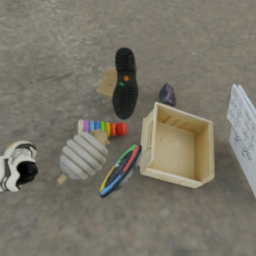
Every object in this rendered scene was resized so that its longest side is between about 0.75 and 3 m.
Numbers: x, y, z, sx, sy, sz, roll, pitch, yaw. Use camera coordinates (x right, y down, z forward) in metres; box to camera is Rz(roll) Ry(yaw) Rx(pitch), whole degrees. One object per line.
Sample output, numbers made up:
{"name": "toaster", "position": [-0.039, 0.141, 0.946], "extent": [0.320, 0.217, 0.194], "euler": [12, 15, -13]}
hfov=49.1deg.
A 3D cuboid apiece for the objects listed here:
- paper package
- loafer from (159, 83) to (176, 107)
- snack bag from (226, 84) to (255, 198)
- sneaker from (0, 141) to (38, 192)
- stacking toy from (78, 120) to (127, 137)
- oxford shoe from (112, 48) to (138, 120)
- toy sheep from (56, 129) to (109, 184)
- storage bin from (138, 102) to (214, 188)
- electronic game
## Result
{"name": "paper package", "position": [-0.440, -1.616, 10.589], "extent": [1.211, 0.627, 1.154], "euler": [21, 83, 45]}
{"name": "loafer", "position": [1.541, -1.233, 10.778], "extent": [0.527, 0.602, 1.675], "euler": [36, 23, -12]}
{"name": "snack bag", "position": [3.527, 0.573, 8.230], "extent": [0.305, 2.853, 2.690], "euler": [-14, 51, 3]}
{"name": "sneaker", "position": [-3.088, 1.159, 8.060], "extent": [1.216, 1.049, 2.773], "euler": [8, 14, 3]}
{"name": "stacking toy", "position": [-0.891, 0.086, 10.037], "extent": [1.753, 0.748, 0.748], "euler": [0, 52, -7]}
{"name": "oxford shoe", "position": [-0.025, -1.385, 9.050], "extent": [0.817, 2.248, 0.949], "euler": [6, 11, 6]}
{"name": "toy sheep", "position": [-1.342, 0.855, 8.262], "extent": [1.389, 1.389, 2.014], "euler": [32, 78, 22]}
{"name": "storage bin", "position": [1.515, 0.594, 8.818], "extent": [2.104, 0.986, 2.089], "euler": [17, 59, -17]}
{"name": "electronic game", "position": [-0.201, 1.055, 7.018], "extent": [0.340, 1.633, 1.633], "euler": [39, 58, -7]}
